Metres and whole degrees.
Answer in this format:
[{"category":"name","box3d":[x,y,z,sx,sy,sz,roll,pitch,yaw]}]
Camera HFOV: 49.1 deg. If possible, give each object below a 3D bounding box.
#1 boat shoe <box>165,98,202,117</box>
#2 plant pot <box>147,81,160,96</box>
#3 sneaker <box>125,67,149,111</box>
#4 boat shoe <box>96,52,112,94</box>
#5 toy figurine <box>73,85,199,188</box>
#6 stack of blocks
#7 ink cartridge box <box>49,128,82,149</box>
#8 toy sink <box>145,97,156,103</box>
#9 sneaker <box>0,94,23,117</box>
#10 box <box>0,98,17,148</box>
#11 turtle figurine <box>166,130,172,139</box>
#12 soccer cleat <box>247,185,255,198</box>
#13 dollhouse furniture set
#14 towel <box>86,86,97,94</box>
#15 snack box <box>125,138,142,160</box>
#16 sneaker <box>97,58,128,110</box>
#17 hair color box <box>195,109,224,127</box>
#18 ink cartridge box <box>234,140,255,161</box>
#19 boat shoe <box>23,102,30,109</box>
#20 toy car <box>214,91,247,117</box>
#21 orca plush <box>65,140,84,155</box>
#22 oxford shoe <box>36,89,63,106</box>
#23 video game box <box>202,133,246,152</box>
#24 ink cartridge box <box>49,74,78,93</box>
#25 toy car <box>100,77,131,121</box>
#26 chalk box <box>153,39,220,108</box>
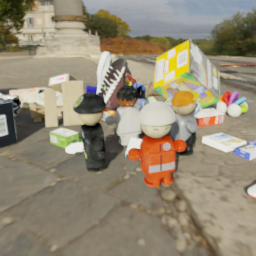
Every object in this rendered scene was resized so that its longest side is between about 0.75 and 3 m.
[{"category":"boat shoe","box3d":[1.430,-0.506,9.386,0.859,0.794,2.326,-44,9,-20]},{"category":"plant pot","box3d":[1.578,-2.207,16.304,0.746,0.856,0.856,14,16,-13]},{"category":"sneaker","box3d":[0.256,-1.721,12.192,1.006,2.670,1.047,3,-33,-46]},{"category":"boat shoe","box3d":[-0.778,-2.062,12.896,1.175,2.757,1.019,17,32,12]},{"category":"toy figurine","box3d":[0.316,-0.081,7.557,2.954,2.055,2.909,9,24,31]},{"category":"stack of blocks","box3d":[-5.240,-1.759,15.155,1.932,0.566,1.112,-15,24,-38]},{"category":"ink cartridge box","box3d":[-1.947,0.260,9.425,0.810,0.415,1.096,14,24,35]},{"category":"toy sink","box3d":[0.952,-1.045,12.930,1.131,0.634,0.737,-2,20,-6]},{"category":"sneaker","box3d":[-5.089,-1.259,11.826,0.994,1.528,0.610,-37,6,24]},{"category":"box","box3d":[-4.715,-0.239,9.286,1.943,1.442,1.040,15,23,36]},{"category":"turtle figurine","box3d":[1.177,0.200,9.098,0.843,1.126,0.567,36,78,23]},{"category":"soccer cleat","box3d":[3.302,1.217,6.229,1.511,0.644,0.519,-6,19,-18]},{"category":"dollhouse furniture set","box3d":[-3.033,-1.191,11.601,2.028,1.737,2.132,-5,19,-18]},{"category":"towel","box3d":[-1.409,-1.770,14.628,1.648,0.408,1.217,13,-5,-6]},{"category":"snack box","box3d":[0.500,0.650,7.962,1.042,0.193,0.606,11,51,11]},{"category":"sneaker","box3d":[-0.343,-1.615,10.970,1.265,2.190,0.829,10,32,-40]},{"category":"hair color box","box3d":[3.072,-0.412,11.317,1.396,0.446,0.774,-9,25,-21]},{"category":"ink cartridge box","box3d":[3.791,0.658,8.510,1.101,0.243,0.518,-13,23,-34]},{"category":"boat shoe","box3d":[-5.072,-1.178,13.893,0.328,0.283,0.899,-3,19,-8]},{"category":"toy car","box3d":[4.624,-1.118,12.510,1.407,1.055,1.232,17,24,41]},{"category":"orca plush","box3d":[-1.506,0.577,8.610,0.911,0.479,0.324,-36,-7,-23]},{"category":"oxford shoe","box3d":[-3.592,-1.429,13.855,2.807,0.811,1.055,16,22,35]},{"category":"video game box","box3d":[3.096,0.458,9.089,0.926,0.238,1.017,-12,21,-30]},{"category":"ink cartridge box","box3d":[-3.074,-2.142,13.609,1.185,0.445,0.977,-7,-19,25]},{"category":"toy car","box3d":[-0.601,-1.078,11.328,0.684,2.056,1.008,40,29,20]},{"category":"chalk box","box3d":[2.601,-1.842,11.529,1.738,1.746,2.807,-20,-41,40]}]
